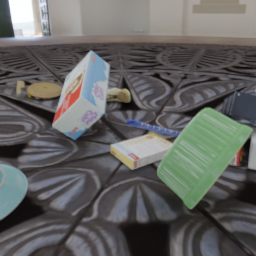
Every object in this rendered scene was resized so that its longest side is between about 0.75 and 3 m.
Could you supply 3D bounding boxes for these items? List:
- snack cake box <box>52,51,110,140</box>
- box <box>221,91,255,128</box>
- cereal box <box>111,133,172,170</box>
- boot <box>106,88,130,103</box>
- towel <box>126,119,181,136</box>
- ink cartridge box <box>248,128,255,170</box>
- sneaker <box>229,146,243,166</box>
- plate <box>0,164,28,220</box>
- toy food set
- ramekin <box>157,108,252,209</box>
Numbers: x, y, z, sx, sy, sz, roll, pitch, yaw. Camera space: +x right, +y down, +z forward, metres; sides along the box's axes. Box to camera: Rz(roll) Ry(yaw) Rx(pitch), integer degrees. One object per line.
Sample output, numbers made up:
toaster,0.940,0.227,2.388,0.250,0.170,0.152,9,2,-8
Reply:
snack cake box,-1.571,-1.214,9.821,0.966,1.654,2.876,35,35,-28
box,3.619,-0.488,8.337,1.393,0.725,1.269,14,-3,7
cereal box,0.470,0.664,8.497,1.673,0.331,1.203,-14,27,-30
boot,-0.818,-1.447,13.009,1.368,0.637,1.769,-13,21,-30
towel,0.607,-0.007,6.358,1.224,0.146,0.886,13,-2,-13
ink cartridge box,4.407,0.699,7.740,1.941,0.804,1.414,10,22,23
sneaker,3.081,0.637,8.152,0.439,0.416,1.069,-9,37,34
plate,-3.913,1.486,6.562,2.928,0.374,2.928,-1,24,0
toy food set,-4.184,-1.807,14.161,2.718,0.545,1.876,-1,30,-17
ramekin,1.564,0.585,6.020,1.027,2.103,2.103,38,37,17
